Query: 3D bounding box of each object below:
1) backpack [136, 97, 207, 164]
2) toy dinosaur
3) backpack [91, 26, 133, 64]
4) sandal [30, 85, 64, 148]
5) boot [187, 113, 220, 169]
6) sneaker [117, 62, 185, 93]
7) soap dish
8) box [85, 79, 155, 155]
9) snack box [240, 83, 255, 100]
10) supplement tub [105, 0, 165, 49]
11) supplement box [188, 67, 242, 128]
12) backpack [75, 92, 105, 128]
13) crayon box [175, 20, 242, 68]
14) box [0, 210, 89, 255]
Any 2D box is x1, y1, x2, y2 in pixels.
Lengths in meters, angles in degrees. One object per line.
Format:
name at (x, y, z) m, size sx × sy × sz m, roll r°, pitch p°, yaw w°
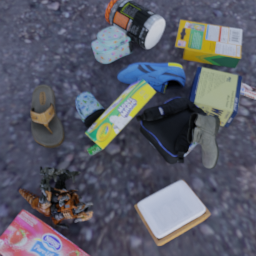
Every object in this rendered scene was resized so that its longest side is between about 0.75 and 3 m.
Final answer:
backpack at (1.706, 0.034, 9.939) m, size 2.111 × 1.707 × 2.216 m, roll -37°, pitch 74°, yaw -13°
toy dinosaur at (-2.403, 2.226, 9.039) m, size 2.722 × 1.390 × 1.847 m, roll 8°, pitch 81°, yaw 2°
backpack at (-0.776, -3.545, 12.072) m, size 1.577 × 1.209 × 1.386 m, roll -35°, pitch 51°, yaw -8°
sandal at (-3.196, -0.583, 10.758) m, size 1.204 × 0.804 × 2.947 m, roll -10°, pitch 62°, yaw -5°
boot at (2.265, 0.418, 8.748) m, size 1.165 × 0.604 × 1.784 m, roll 0°, pitch 94°, yaw -35°
sneaker at (0.949, -1.989, 11.444) m, size 2.807 × 0.925 × 1.101 m, roll -2°, pitch 64°, yaw -1°
soap dish at (1.368, 2.671, 8.842) m, size 1.899 × 0.771 × 1.494 m, roll -25°, pitch 44°, yaw -13°
box at (-0.485, -0.346, 9.793) m, size 0.722 × 1.752 × 2.987 m, roll 42°, pitch 83°, yaw -11°
snack box at (4.713, -1.660, 11.690) m, size 1.431 × 0.174 × 0.514 m, roll 23°, pitch 64°, yaw 12°
supplement tub at (0.264, -4.747, 12.568) m, size 2.475 × 1.516 × 1.516 m, roll 37°, pitch 68°, yaw 17°
supplement box at (3.294, -1.195, 10.878) m, size 1.738 × 1.168 × 1.739 m, roll 14°, pitch 63°, yaw 8°
backpack at (-1.537, -0.797, 10.915) m, size 1.010 × 0.952 × 1.239 m, roll -29°, pitch 50°, yaw -9°
crayon box at (3.542, -3.761, 12.499) m, size 2.797 × 0.721 × 1.758 m, roll 12°, pitch 62°, yaw 6°
box at (-2.295, 3.733, 8.159) m, size 2.685 × 1.338 × 1.282 m, roll 29°, pitch 66°, yaw 15°
